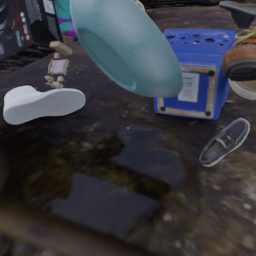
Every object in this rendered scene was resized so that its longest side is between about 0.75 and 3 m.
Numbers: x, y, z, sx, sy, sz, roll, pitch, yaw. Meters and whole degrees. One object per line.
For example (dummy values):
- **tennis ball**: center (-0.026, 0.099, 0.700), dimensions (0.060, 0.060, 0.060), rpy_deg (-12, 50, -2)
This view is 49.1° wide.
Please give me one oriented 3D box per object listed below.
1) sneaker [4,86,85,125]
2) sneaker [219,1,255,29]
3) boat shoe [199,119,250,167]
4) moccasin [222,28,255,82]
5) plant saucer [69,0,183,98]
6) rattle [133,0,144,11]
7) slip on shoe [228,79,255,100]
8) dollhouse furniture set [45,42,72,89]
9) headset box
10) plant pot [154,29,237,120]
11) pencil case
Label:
- **sneaker**: center (-2.760, -1.006, 9.122), dimensions (2.505, 0.923, 1.448), rpy_deg (-13, 37, -18)
- **sneaker**: center (3.680, -3.866, 9.630), dimensions (1.294, 0.687, 0.484), rpy_deg (23, 46, 9)
- **boat shoe**: center (1.256, 0.202, 3.677), dimensions (0.292, 0.811, 0.263), rpy_deg (50, 16, 20)
- **moccasin**: center (2.602, -1.524, 5.347), dimensions (2.891, 1.116, 1.057), rpy_deg (-20, 14, -41)
- **plant saucer**: center (-0.223, -1.412, 5.205), dimensions (0.540, 2.803, 2.803), rpy_deg (-47, 47, -9)
- **rattle**: center (0.505, -4.366, 10.557), dimensions (0.702, 1.078, 0.770), rpy_deg (-42, 15, -29)
- **slip on shoe**: center (3.414, -1.800, 7.537), dimensions (0.983, 0.783, 2.585), rpy_deg (27, 52, 10)
- **dollhouse furniture set**: center (-1.361, -1.130, 5.125), dimensions (0.403, 0.777, 0.344), rpy_deg (7, -9, 36)
- **headset box**: center (-2.973, -2.541, 6.942), dimensions (2.566, 1.910, 0.991), rpy_deg (-10, 2, 33)
- **plant pot**: center (1.997, -1.633, 8.804), dimensions (2.376, 2.377, 2.137), rpy_deg (9, 38, 18)
- **pencil case**: center (-1.721, -4.061, 8.506), dimensions (1.197, 2.591, 1.103), rpy_deg (22, 13, 26)
